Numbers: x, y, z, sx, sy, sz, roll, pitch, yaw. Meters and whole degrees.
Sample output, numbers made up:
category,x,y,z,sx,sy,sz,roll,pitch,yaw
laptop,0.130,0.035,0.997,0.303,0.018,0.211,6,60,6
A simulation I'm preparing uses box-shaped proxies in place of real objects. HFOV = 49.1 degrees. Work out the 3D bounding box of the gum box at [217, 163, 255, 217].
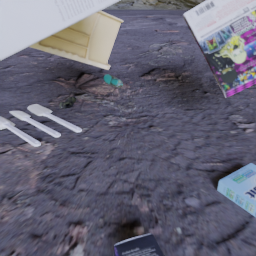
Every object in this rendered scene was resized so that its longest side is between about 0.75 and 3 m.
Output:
category,x,y,z,sx,sy,sz,roll,pitch,yaw
gum box,2.843,1.385,5.961,1.174,0.308,1.381,-18,33,-30

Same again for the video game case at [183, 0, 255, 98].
category,x,y,z,sx,sy,sz,roll,pitch,yaw
video game case,3.247,-2.570,7.101,2.907,2.635,0.521,-27,-20,17

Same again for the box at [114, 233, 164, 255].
category,x,y,z,sx,sy,sz,roll,pitch,yaw
box,0.269,2.224,3.795,0.613,0.869,1.175,-10,29,-17

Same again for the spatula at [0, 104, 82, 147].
category,x,y,z,sx,sy,sz,roll,pitch,yaw
spatula,-3.023,-0.111,8.947,2.879,0.231,2.002,24,31,36

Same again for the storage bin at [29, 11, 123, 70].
category,x,y,z,sx,sy,sz,roll,pitch,yaw
storage bin,-2.155,-3.050,7.671,2.933,1.384,2.954,8,25,-38

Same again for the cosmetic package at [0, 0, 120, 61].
category,x,y,z,sx,sy,sz,roll,pitch,yaw
cosmetic package,-1.372,-1.972,4.441,2.233,0.796,1.133,-34,36,-19

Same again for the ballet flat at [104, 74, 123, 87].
category,x,y,z,sx,sy,sz,roll,pitch,yaw
ballet flat,-0.634,-2.064,12.457,0.450,0.450,1.211,-17,34,-28

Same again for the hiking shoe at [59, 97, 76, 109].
category,x,y,z,sx,sy,sz,roll,pitch,yaw
hiking shoe,-2.146,-0.889,10.328,0.394,0.296,0.783,26,46,26
